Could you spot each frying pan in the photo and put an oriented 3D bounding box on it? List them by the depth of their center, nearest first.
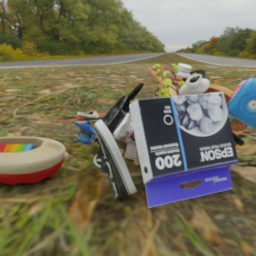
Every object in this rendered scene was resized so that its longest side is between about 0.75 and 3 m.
[{"bbox_3d":[-0.173,-0.559,7.888,0.456,2.800,1.693,38,35,-12],"label":"frying pan"}]

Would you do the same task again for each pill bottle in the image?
[{"bbox_3d":[1.836,-1.679,9.800,0.561,1.025,0.561,11,26,-5],"label":"pill bottle"},{"bbox_3d":[0.031,0.183,10.769,0.823,0.823,1.452,-12,21,-33],"label":"pill bottle"}]

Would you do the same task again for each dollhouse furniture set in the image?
[{"bbox_3d":[-0.018,0.642,9.116,1.477,0.765,0.654,14,1,35],"label":"dollhouse furniture set"}]

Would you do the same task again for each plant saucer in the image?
[{"bbox_3d":[3.745,-0.824,11.006,0.434,2.320,2.320,-45,34,-15],"label":"plant saucer"}]

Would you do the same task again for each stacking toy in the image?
[{"bbox_3d":[3.523,-0.991,8.051,1.115,1.179,2.031,31,31,4],"label":"stacking toy"}]

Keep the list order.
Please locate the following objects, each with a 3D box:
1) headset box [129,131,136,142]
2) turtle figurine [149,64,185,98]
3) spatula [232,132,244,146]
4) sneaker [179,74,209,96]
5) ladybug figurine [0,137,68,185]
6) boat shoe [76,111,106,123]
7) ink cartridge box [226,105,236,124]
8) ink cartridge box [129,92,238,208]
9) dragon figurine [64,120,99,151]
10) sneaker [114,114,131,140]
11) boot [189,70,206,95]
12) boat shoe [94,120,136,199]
[{"bbox_3d":[0.483,0.041,7.806,0.340,0.880,0.655,31,-2,22],"label":"headset box"},{"bbox_3d":[1.266,-0.924,8.137,0.774,2.404,1.939,-28,23,30],"label":"turtle figurine"},{"bbox_3d":[2.646,-0.067,8.034,1.842,0.520,0.189,37,17,-11],"label":"spatula"},{"bbox_3d":[2.089,-1.321,8.246,1.150,0.665,0.424,-23,69,-29],"label":"sneaker"},{"bbox_3d":[-3.118,0.936,7.946,2.856,1.027,1.939,1,17,4],"label":"ladybug figurine"},{"bbox_3d":[-1.786,-0.601,13.832,1.605,0.502,0.571,-9,18,-31],"label":"boat shoe"},{"bbox_3d":[3.256,-0.457,10.114,1.602,0.832,0.475,32,36,-18],"label":"ink cartridge box"},{"bbox_3d":[1.487,0.469,6.971,2.557,2.581,0.560,-7,-7,-21],"label":"ink cartridge box"},{"bbox_3d":[-1.448,0.184,9.918,2.072,0.610,1.030,25,18,7],"label":"dragon figurine"},{"bbox_3d":[-0.446,-0.028,10.119,0.802,0.511,1.387,1,34,19],"label":"sneaker"},{"bbox_3d":[3.007,-1.453,12.679,1.878,2.158,0.747,30,31,-35],"label":"boot"},{"bbox_3d":[-0.439,0.815,6.604,0.646,2.029,0.717,-24,18,-5],"label":"boat shoe"}]
